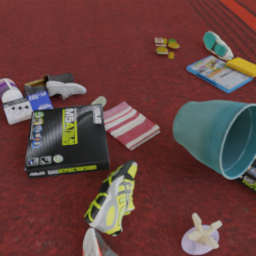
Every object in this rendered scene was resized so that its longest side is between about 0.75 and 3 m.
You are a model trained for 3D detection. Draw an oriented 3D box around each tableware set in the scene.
[{"bbox_3d":[2.179,-4.449,15.619,1.350,0.308,2.004,2,42,-2],"label":"tableware set"}]

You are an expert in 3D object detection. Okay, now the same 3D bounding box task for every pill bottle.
[{"bbox_3d":[-5.045,-1.433,11.930,0.814,0.814,1.448,-25,48,-24],"label":"pill bottle"}]

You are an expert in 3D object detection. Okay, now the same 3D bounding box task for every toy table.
[{"bbox_3d":[1.969,2.853,7.430,1.087,0.637,0.999,-25,49,-26],"label":"toy table"}]

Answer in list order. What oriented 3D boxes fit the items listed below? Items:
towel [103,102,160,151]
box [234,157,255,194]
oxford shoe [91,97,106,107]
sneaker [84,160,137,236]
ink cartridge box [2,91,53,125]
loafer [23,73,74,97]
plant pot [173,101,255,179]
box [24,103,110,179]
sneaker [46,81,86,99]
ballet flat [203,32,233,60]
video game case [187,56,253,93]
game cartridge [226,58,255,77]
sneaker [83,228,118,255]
[{"bbox_3d":[-0.062,-0.152,10.967,1.608,0.254,2.232,-31,51,-28],"label":"towel"},{"bbox_3d":[4.829,1.428,8.995,2.123,0.587,2.650,-33,52,-31],"label":"box"},{"bbox_3d":[-1.465,-0.759,11.543,0.523,0.402,1.391,48,63,-8],"label":"oxford shoe"},{"bbox_3d":[-0.298,2.005,8.280,1.018,1.004,2.664,43,41,-7],"label":"sneaker"},{"bbox_3d":[-4.053,-0.829,11.350,1.778,0.393,0.836,-19,75,-20],"label":"ink cartridge box"},{"bbox_3d":[-3.452,-1.946,12.411,0.915,0.908,2.513,28,49,28],"label":"loafer"},{"bbox_3d":[2.622,0.142,8.668,2.239,2.239,2.104,-31,34,-29],"label":"plant pot"},{"bbox_3d":[-2.119,0.372,9.985,2.702,0.665,2.798,-7,48,-4],"label":"box"},{"bbox_3d":[-2.694,-1.562,12.193,1.722,0.706,0.644,2,-5,-27],"label":"sneaker"},{"bbox_3d":[4.930,-4.400,15.325,0.875,0.875,2.440,-9,46,-10],"label":"ballet flat"},{"bbox_3d":[4.440,-2.681,13.717,1.845,0.230,2.578,-28,50,-26],"label":"video game case"},{"bbox_3d":[5.773,-2.994,13.844,1.302,0.240,1.477,-25,51,-40],"label":"game cartridge"},{"bbox_3d":[-0.453,3.444,6.884,0.877,0.826,2.143,5,36,-35],"label":"sneaker"}]
